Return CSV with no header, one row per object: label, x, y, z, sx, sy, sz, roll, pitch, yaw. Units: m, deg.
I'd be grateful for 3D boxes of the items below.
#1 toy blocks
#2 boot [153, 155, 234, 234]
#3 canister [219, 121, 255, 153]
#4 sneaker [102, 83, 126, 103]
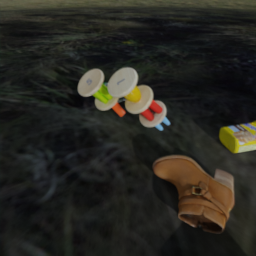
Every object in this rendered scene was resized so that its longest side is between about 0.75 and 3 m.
toy blocks,0.008,-0.691,8.344,2.072,2.487,0.903,7,68,38
boot,1.382,1.497,6.628,2.137,0.787,1.653,9,35,23
canister,3.793,0.290,8.912,1.436,0.622,1.067,-8,30,-12
sneaker,-0.479,-1.483,11.710,1.057,0.968,2.482,11,31,19
